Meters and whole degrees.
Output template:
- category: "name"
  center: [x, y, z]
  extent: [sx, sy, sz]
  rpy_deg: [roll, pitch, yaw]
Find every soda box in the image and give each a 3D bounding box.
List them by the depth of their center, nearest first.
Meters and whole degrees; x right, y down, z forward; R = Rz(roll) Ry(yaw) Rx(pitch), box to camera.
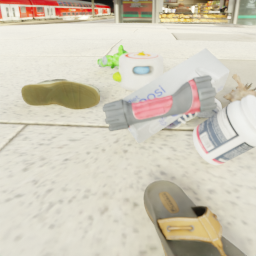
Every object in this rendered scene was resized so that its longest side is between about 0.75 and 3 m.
- category: "soda box"
  center: [1.191, -0.860, 7.485]
  extent: [2.922, 0.927, 0.997]
  rpy_deg: [-32, 67, -8]

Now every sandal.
- category: "sandal"
  center: [1.009, 1.506, 4.415]
  extent: [1.094, 0.730, 2.676]
  rpy_deg: [-7, 26, -15]

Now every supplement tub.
- category: "supplement tub"
  center: [2.346, 0.081, 6.334]
  extent: [1.079, 1.538, 1.079]
  rpy_deg: [23, 47, -28]

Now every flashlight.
- category: "flashlight"
  center: [0.665, -0.529, 6.208]
  extent: [2.422, 0.820, 0.823]
  rpy_deg: [-11, 7, 6]

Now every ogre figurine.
- category: "ogre figurine"
  center: [-0.298, -3.607, 14.741]
  extent: [2.883, 1.415, 1.729]
  rpy_deg: [15, 14, 4]

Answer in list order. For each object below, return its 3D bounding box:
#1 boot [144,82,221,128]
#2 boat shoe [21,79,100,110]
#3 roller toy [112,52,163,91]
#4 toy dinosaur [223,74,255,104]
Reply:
- category: "boot"
  center: [1.664, -0.461, 8.697]
  extent: [2.704, 0.984, 1.222]
  rpy_deg: [12, 61, -11]
- category: "boat shoe"
  center: [-2.364, -1.336, 10.178]
  extent: [2.991, 1.069, 0.983]
  rpy_deg: [2, 29, 14]
- category: "roller toy"
  center: [0.585, -2.571, 12.314]
  extent: [1.961, 1.502, 2.149]
  rpy_deg: [20, 32, 37]
- category: "toy dinosaur"
  center: [4.209, -0.958, 9.521]
  extent: [1.519, 0.962, 2.241]
  rpy_deg: [10, 27, -45]
